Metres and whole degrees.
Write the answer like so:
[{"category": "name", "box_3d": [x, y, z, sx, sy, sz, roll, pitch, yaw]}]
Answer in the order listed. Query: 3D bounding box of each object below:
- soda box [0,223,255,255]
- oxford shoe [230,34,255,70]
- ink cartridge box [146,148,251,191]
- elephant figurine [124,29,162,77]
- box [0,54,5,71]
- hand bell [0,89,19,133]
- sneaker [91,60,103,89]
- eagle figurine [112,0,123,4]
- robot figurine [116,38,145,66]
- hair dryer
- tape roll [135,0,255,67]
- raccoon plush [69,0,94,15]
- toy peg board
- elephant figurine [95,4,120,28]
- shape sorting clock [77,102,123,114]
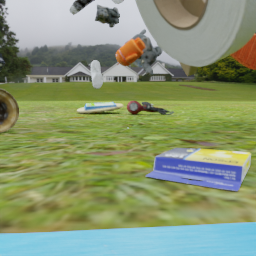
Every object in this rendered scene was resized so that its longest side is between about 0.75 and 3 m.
[{"category": "soda box", "box_3d": [-0.255, 0.508, 0.303, 1.749, 0.561, 0.593, 0, 6, -5]}, {"category": "oxford shoe", "box_3d": [2.535, -1.460, 5.515, 1.685, 0.601, 0.614, 13, 21, -20]}, {"category": "ink cartridge box", "box_3d": [0.780, 0.388, 3.001, 0.900, 0.214, 0.910, 4, 6, 29]}, {"category": "elephant figurine", "box_3d": [0.693, -2.752, 10.210, 1.097, 1.202, 1.550, -26, 42, -32]}, {"category": "box", "box_3d": [-3.783, -1.777, 6.158, 1.673, 0.660, 1.181, 10, 36, -52]}, {"category": "hand bell", "box_3d": [-3.540, -0.265, 6.976, 1.037, 1.037, 1.992, -5, -5, -38]}, {"category": "sneaker", "box_3d": [-1.330, -2.119, 11.365, 0.431, 1.145, 0.507, -1, -5, -32]}, {"category": "eagle figurine", "box_3d": [-0.282, -3.330, 5.655, 1.333, 1.011, 1.006, 38, 18, -39]}, {"category": "robot figurine", "box_3d": [0.042, -2.239, 8.364, 0.979, 0.704, 0.571, -36, -21, 18]}, {"category": "hair dryer", "box_3d": [0.765, -0.782, 12.676, 1.721, 0.614, 2.259, 16, 0, -36]}, {"category": "tape roll", "box_3d": [0.849, -2.170, 4.060, 0.474, 2.595, 2.595, -28, 16, -19]}, {"category": "raccoon plush", "box_3d": [-1.104, -3.825, 7.236, 1.549, 1.038, 0.750, -44, 30, -11]}, {"category": "toy peg board", "box_3d": [1.339, -2.594, 5.705, 1.039, 2.116, 2.124, -22, -21, -5]}, {"category": "elephant figurine", "box_3d": [-0.899, -4.182, 10.287, 1.103, 0.780, 0.855, -7, -8, -44]}, {"category": "shape sorting clock", "box_3d": [-1.352, -0.942, 13.571, 2.223, 0.436, 2.223, -2, 11, 0]}]
